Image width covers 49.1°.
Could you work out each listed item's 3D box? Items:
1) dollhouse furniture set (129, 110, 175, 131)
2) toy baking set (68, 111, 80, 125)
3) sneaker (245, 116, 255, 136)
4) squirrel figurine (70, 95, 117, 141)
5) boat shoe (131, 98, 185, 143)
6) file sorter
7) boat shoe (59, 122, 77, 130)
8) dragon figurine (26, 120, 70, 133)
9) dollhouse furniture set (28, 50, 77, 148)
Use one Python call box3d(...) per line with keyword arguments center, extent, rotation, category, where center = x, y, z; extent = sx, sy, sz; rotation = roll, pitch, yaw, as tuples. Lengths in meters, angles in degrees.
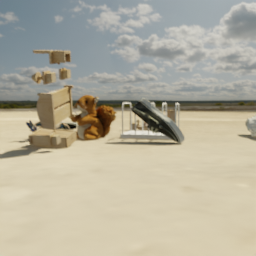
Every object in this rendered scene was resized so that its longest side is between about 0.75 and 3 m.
box3d(center=(1.133, -0.396, 13.952), extent=(2.179, 0.964, 1.129), rotation=(-1, 5, -6), category="dollhouse furniture set")
box3d(center=(-1.953, -0.271, 12.318), extent=(1.983, 0.231, 1.522), rotation=(4, 32, -39), category="toy baking set")
box3d(center=(5.095, 0.042, 10.767), extent=(0.854, 0.881, 2.412), rotation=(-28, 1, 16), category="sneaker")
box3d(center=(-1.305, -0.414, 10.405), extent=(1.702, 1.589, 1.205), rotation=(-4, 6, -38), category="squirrel figurine")
box3d(center=(0.953, -0.123, 9.335), extent=(2.096, 0.667, 0.741), rotation=(43, -15, 25), category="boat shoe")
box3d(center=(0.910, -0.299, 10.742), extent=(2.132, 1.327, 1.479), rotation=(2, 6, 14), category="file sorter")
box3d(center=(-3.029, -0.079, 13.358), extent=(1.184, 0.418, 0.377), rotation=(-4, 11, -6), category="boat shoe")
box3d(center=(-2.944, -0.045, 10.403), extent=(1.036, 0.613, 2.083), rotation=(-34, -14, 2), category="dragon figurine")
box3d(center=(-2.319, -0.752, 7.827), extent=(1.195, 2.699, 1.399), rotation=(4, 19, 12), category="dollhouse furniture set")
